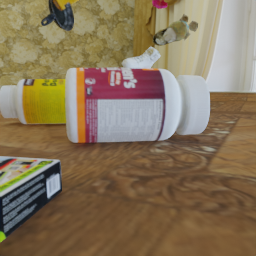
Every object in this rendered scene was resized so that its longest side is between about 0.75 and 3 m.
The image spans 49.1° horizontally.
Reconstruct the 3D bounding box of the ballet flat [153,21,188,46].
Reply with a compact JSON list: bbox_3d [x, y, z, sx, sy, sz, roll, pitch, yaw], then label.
[{"bbox_3d":[1.360,-3.112,9.466,0.638,0.638,1.805,-3,8,-20],"label":"ballet flat"}]

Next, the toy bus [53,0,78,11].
[{"bbox_3d":[-1.692,-4.109,8.583,1.409,0.459,0.552,-44,30,-22],"label":"toy bus"}]

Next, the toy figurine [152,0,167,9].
[{"bbox_3d":[1.045,-3.913,8.085,0.920,1.000,0.751,-27,23,35],"label":"toy figurine"}]

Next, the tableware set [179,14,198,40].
[{"bbox_3d":[1.943,-3.438,9.542,0.816,0.681,0.095,47,24,20],"label":"tableware set"}]

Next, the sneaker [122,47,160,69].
[{"bbox_3d":[0.499,-2.400,9.572,0.937,0.598,1.622,-44,-11,33],"label":"sneaker"}]

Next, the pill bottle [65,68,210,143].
[{"bbox_3d":[0.139,-0.456,5.625,2.660,1.457,1.457,-1,9,-9],"label":"pill bottle"}]

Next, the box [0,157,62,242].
[{"bbox_3d":[-1.483,0.658,2.096,1.155,0.364,2.098,2,10,12],"label":"box"}]

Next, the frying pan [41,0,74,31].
[{"bbox_3d":[-2.385,-3.705,9.544,0.372,2.286,1.383,-6,-34,20],"label":"frying pan"}]

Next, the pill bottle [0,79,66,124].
[{"bbox_3d":[-2.354,-0.759,8.081,2.340,1.278,1.278,-1,9,-8],"label":"pill bottle"}]
